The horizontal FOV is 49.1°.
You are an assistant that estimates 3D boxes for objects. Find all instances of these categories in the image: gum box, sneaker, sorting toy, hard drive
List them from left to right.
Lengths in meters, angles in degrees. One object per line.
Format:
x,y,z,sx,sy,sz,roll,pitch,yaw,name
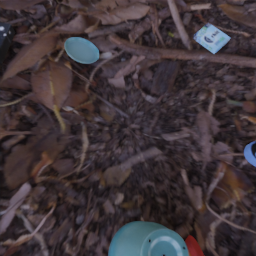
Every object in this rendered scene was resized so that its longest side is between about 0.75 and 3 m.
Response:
-5.198,-2.495,9.517,1.859,0.504,2.662,8,66,3,hard drive
1.737,3.794,6.732,0.756,0.761,2.194,-32,66,11,sorting toy
2.976,-3.205,9.990,0.828,0.217,0.974,-42,72,-17,gum box
4.659,0.845,7.744,2.594,1.011,0.910,15,67,6,sneaker

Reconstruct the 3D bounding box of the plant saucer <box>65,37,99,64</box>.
-1.577,-2.607,9.531,1.207,0.165,1.207,15,50,-18,plant saucer

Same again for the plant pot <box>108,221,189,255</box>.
0.539,2.906,6.322,1.632,1.534,1.632,7,66,-17,plant pot
